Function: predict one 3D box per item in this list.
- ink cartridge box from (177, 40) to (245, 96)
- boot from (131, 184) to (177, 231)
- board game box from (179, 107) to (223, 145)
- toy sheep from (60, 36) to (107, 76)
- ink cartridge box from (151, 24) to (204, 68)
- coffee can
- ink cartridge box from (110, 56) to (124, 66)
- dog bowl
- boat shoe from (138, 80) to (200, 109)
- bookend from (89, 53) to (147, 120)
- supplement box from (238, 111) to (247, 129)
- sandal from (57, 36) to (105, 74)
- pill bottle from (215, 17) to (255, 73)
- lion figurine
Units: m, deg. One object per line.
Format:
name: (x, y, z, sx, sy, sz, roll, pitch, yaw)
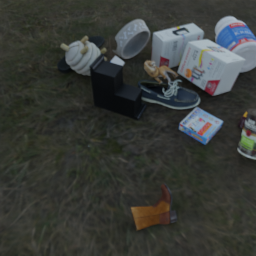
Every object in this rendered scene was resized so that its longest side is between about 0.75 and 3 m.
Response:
ink cartridge box: (3.619, -2.735, 12.452, 1.562, 1.570, 2.160, -19, 47, -37)
boot: (0.744, 2.455, 8.785, 1.331, 0.456, 1.253, -9, 71, -4)
board game box: (2.889, -0.103, 11.155, 1.236, 0.353, 1.263, 34, 56, 26)
toy sheep: (-2.028, -3.269, 12.939, 1.678, 2.435, 1.678, -25, 52, 37)
ink cartridge box: (2.365, -3.946, 13.710, 2.264, 1.650, 0.938, -19, 50, -17)
coffee can: (4.607, 0.217, 9.868, 1.113, 1.520, 1.113, 4, 22, -2)
ink cartridge box: (-0.765, -2.447, 12.505, 0.537, 1.251, 0.916, 38, 63, -3)
dog bowl: (0.203, -4.289, 13.831, 2.092, 2.092, 0.613, -33, 75, -26)
boat shoe: (1.700, -1.531, 11.969, 2.703, 0.836, 1.012, 16, 57, 20)
bookend: (-0.342, -1.637, 11.345, 2.108, 2.121, 0.977, 19, 51, 17)
supplement box: (5.069, -0.127, 11.072, 1.166, 0.499, 0.643, 32, 56, 25)
sandal: (-2.369, -3.693, 14.247, 2.890, 0.692, 1.086, -43, 61, -17)
pill bottle: (5.360, -4.288, 14.000, 1.664, 1.664, 2.965, -4, 49, -4)
lion figurine: (1.430, -2.471, 12.326, 1.067, 0.631, 1.742, 52, 31, 18)
